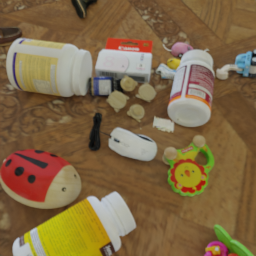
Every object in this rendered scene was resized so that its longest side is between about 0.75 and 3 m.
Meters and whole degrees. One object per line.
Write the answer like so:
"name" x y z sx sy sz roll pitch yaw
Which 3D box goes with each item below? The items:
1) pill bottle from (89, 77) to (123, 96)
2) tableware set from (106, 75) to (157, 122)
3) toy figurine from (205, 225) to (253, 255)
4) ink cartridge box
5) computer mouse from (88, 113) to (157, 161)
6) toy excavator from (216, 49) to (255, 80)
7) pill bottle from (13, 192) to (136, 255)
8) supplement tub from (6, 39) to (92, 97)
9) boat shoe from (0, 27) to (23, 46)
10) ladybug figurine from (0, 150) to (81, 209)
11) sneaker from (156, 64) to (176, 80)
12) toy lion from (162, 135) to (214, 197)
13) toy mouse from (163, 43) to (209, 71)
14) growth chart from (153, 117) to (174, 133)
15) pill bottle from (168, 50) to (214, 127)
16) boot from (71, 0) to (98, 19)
"pill bottle" -0.812 -1.529 10.342 1.237 0.692 0.692 -2 55 -5
"tableware set" 0.146 -1.101 9.983 1.408 0.196 1.686 32 66 -3
"toy figurine" 1.894 3.713 6.426 2.157 1.760 2.344 -29 38 -8
"ink cartridge box" -0.078 -2.993 11.432 2.092 0.734 2.574 6 60 4
"computer mouse" -0.193 0.417 8.844 2.268 0.498 1.244 19 99 10
"toy excavator" 4.359 -2.411 11.038 1.522 0.760 1.480 9 53 22
"pill bottle" -1.235 2.734 6.918 2.746 1.500 1.500 -28 60 -17
"supplement tub" -2.741 -2.116 10.043 2.554 1.857 1.857 9 56 6
"boat shoe" -5.746 -3.955 11.965 2.333 0.820 0.821 -20 56 -14
"ladybug figurine" -2.573 1.325 8.049 2.578 0.927 1.750 16 39 14
"sneaker" 1.564 -2.047 10.932 1.144 0.429 0.496 34 68 31
"toy lion" 1.924 1.225 8.616 1.671 0.574 1.602 -22 65 -15
"toy mouse" 2.546 -2.960 11.470 2.163 0.471 2.434 -26 60 -17
"growth chart" 1.231 -0.107 9.755 0.762 0.068 0.551 14 57 9
"pill bottle" 2.262 -1.427 9.799 1.401 1.401 2.557 12 58 8
"boot" -1.938 -6.034 13.490 1.320 0.739 1.908 -15 57 -16
